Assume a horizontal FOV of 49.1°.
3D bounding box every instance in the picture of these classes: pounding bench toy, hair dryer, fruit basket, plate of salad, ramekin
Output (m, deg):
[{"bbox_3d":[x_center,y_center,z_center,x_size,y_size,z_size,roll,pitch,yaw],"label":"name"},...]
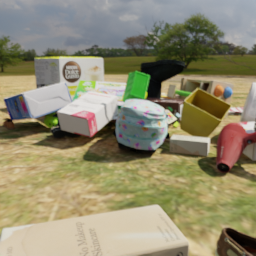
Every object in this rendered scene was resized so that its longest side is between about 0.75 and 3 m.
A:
[{"bbox_3d":[3.107,-1.325,12.080,2.435,1.512,1.899,1,11,-38],"label":"pounding bench toy"},{"bbox_3d":[2.955,0.136,6.632,2.488,0.676,1.895,-40,10,-6],"label":"hair dryer"},{"bbox_3d":[0.307,-1.307,10.028,0.906,1.256,1.256,17,11,-11],"label":"fruit basket"},{"bbox_3d":[-0.441,-0.141,10.204,1.750,0.420,1.750,-5,-6,-1],"label":"plate of salad"},{"bbox_3d":[4.235,-0.717,9.254,0.686,1.474,1.474,17,18,17],"label":"ramekin"}]

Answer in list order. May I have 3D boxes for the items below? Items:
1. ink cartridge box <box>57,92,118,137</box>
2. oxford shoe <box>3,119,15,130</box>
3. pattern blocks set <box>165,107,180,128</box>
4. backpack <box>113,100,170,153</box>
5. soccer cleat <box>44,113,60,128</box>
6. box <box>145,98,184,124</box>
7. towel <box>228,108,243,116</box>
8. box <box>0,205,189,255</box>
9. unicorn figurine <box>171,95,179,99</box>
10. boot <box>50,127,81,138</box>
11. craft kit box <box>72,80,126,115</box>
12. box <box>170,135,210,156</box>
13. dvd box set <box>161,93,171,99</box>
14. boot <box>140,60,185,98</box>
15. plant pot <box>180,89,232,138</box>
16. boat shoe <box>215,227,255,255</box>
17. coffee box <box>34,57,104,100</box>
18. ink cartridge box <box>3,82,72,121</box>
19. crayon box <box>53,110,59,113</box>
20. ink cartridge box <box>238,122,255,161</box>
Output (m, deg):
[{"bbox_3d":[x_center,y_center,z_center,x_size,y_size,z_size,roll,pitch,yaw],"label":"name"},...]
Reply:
[{"bbox_3d":[-1.261,-0.498,9.145,1.215,0.708,1.679,13,35,27],"label":"ink cartridge box"},{"bbox_3d":[-4.564,-0.194,10.732,0.356,0.355,0.997,-13,18,-36],"label":"oxford shoe"},{"bbox_3d":[1.486,-0.401,10.747,1.069,0.099,1.216,36,46,7],"label":"pattern blocks set"},{"bbox_3d":[0.356,-0.102,8.215,1.810,1.373,2.169,3,15,6],"label":"backpack"},{"bbox_3d":[-2.220,-0.341,10.864,0.885,0.737,2.184,26,29,30],"label":"soccer cleat"},{"bbox_3d":[1.160,-0.808,12.134,2.467,0.925,1.235,4,14,23],"label":"box"},{"bbox_3d":[4.958,-0.850,13.698,2.097,0.239,1.511,1,13,4],"label":"towel"},{"bbox_3d":[-0.383,1.476,3.034,1.871,0.727,0.888,-4,14,-18],"label":"box"},{"bbox_3d":[3.334,-1.647,15.485,1.512,0.813,2.201,-21,26,-12],"label":"unicorn figurine"},{"bbox_3d":[-2.117,0.119,9.464,0.990,0.357,0.748,-4,11,-26],"label":"boot"},{"bbox_3d":[-1.039,-1.265,11.476,2.233,0.542,2.206,3,29,-3],"label":"craft kit box"},{"bbox_3d":[1.722,0.481,7.833,1.036,0.403,0.492,6,15,22],"label":"box"},{"bbox_3d":[2.201,-1.928,17.773,2.623,0.386,1.919,6,14,24],"label":"dvd box set"},{"bbox_3d":[1.364,-1.901,13.018,1.035,2.291,2.796,8,0,-39],"label":"boot"},{"bbox_3d":[2.344,-0.344,8.920,1.240,1.094,1.240,32,40,17],"label":"plant pot"},{"bbox_3d":[1.717,1.548,3.116,1.507,0.558,0.557,9,16,33],"label":"boat shoe"},{"bbox_3d":[-3.160,-2.464,15.138,2.681,2.655,2.685,-12,18,-41],"label":"coffee box"},{"bbox_3d":[-3.499,-0.967,10.578,1.713,0.959,2.511,-24,17,-38],"label":"ink cartridge box"},{"bbox_3d":[-2.691,-0.873,12.705,1.798,0.607,2.084,-3,13,-34],"label":"crayon box"},{"bbox_3d":[3.675,0.329,7.854,1.178,0.684,1.596,-1,16,-3],"label":"ink cartridge box"}]
